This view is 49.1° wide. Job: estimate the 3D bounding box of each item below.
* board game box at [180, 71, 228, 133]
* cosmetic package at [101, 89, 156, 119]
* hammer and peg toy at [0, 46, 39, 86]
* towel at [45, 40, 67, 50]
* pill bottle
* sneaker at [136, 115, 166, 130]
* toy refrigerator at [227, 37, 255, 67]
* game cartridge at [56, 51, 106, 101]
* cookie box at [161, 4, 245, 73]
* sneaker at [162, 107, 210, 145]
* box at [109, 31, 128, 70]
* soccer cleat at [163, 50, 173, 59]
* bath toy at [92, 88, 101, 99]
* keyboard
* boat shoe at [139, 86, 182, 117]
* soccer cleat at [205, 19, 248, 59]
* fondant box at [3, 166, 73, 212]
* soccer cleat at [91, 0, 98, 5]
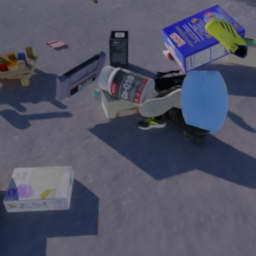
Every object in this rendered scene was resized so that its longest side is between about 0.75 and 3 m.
[{"bbox_3d":[1.843,-0.658,6.544,0.329,1.334,1.688,-6,13,-24],"label":"board game box"},{"bbox_3d":[0.004,-0.965,9.558,1.713,0.747,0.885,-10,41,-14],"label":"cosmetic package"},{"bbox_3d":[-4.769,-2.262,11.075,2.161,1.036,2.938,-2,37,-5],"label":"hammer and peg toy"},{"bbox_3d":[-3.761,-4.359,14.612,0.740,0.117,1.027,-29,45,-34],"label":"towel"},{"bbox_3d":[-0.066,-1.320,8.681,1.583,0.902,0.902,22,42,16],"label":"pill bottle"},{"bbox_3d":[0.725,-0.223,8.865,0.956,0.405,0.356,-8,37,-10],"label":"sneaker"},{"bbox_3d":[6.083,-3.331,12.480,2.928,1.025,1.112,16,40,21],"label":"toy refrigerator"},{"bbox_3d":[-1.527,-1.669,9.174,1.853,1.201,0.356,-39,76,-26],"label":"game cartridge"},{"bbox_3d":[3.204,-3.941,12.293,2.763,1.038,2.364,-23,52,1],"label":"cookie box"},{"bbox_3d":[1.843,-0.402,8.417,0.703,1.221,2.342,-16,40,-22],"label":"sneaker"},{"bbox_3d":[-0.385,-3.276,12.036,0.784,1.465,1.087,1,37,1],"label":"box"},{"bbox_3d":[2.256,-3.738,13.518,1.340,0.460,0.571,-31,51,-28],"label":"soccer cleat"},{"bbox_3d":[-0.901,-1.410,10.505,0.402,0.342,0.925,30,48,34],"label":"bath toy"},{"bbox_3d":[1.933,-1.946,11.324,2.161,0.223,1.373,-11,45,-16],"label":"keyboard"},{"bbox_3d":[1.010,-0.784,8.064,1.485,0.549,0.448,-26,24,18],"label":"boat shoe"},{"bbox_3d":[3.176,-2.784,8.829,1.815,0.587,0.759,20,56,-31],"label":"soccer cleat"},{"bbox_3d":[-2.076,1.429,6.661,1.419,0.413,1.024,-3,37,-2],"label":"fondant box"},{"bbox_3d":[-1.350,-5.137,11.271,0.284,0.367,0.877,-20,17,7],"label":"soccer cleat"}]
